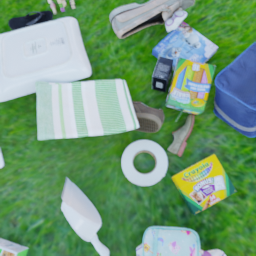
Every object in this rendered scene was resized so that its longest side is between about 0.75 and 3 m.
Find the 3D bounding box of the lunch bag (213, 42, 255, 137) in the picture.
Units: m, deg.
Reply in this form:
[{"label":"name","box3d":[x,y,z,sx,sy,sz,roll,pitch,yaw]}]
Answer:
[{"label":"lunch bag","box3d":[3.784,-1.133,8.146,2.568,1.699,1.745,-39,60,-11]}]

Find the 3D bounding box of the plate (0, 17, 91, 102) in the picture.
[{"label":"plate","box3d":[-2.827,-2.376,8.783,2.899,0.469,2.893,-16,57,-4]}]

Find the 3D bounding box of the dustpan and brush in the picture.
[{"label":"dustpan and brush","box3d":[-1.041,2.514,7.203,0.680,1.659,2.377,-43,101,0]}]

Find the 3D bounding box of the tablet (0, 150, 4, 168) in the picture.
[{"label":"tablet","box3d":[-4.970,0.866,8.287,2.329,0.159,1.515,-20,73,-7]}]

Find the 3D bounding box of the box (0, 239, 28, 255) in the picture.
[{"label":"box","box3d":[-3.710,3.722,6.990,1.636,0.896,1.854,18,74,4]}]

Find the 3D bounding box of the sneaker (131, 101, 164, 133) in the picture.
[{"label":"sneaker","box3d":[-0.007,-0.437,8.497,2.235,0.787,0.844,17,40,14]}]

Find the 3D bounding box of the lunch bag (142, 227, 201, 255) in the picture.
[{"label":"lunch bag","box3d":[0.962,3.243,6.509,1.430,0.687,1.783,0,67,13]}]

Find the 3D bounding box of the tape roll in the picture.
[{"label":"tape roll","box3d":[0.475,1.025,8.183,1.363,0.249,1.363,0,72,0]}]

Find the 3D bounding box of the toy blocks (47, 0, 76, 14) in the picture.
[{"label":"toy blocks","box3d":[-2.378,-4.535,9.680,0.859,0.802,0.723,-18,78,-3]}]

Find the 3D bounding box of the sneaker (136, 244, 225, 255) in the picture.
[{"label":"sneaker","box3d":[1.311,3.171,7.217,2.254,0.817,1.285,-12,69,-4]}]

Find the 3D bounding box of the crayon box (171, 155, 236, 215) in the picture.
[{"label":"crayon box","box3d":[2.111,1.581,7.873,1.355,0.395,1.169,-27,78,-7]}]

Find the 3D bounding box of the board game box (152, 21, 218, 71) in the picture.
[{"label":"board game box","box3d":[1.876,-2.558,9.284,1.533,0.334,1.540,41,77,11]}]

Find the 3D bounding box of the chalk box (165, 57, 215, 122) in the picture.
[{"label":"chalk box","box3d":[1.748,-0.998,8.284,1.090,1.098,1.759,14,91,5]}]

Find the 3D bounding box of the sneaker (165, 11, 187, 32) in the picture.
[{"label":"sneaker","box3d":[1.546,-3.472,9.127,0.878,0.437,0.329,-38,66,-8]}]

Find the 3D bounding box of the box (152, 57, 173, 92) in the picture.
[{"label":"box","box3d":[1.059,-1.642,8.676,0.477,0.770,0.757,15,70,10]}]

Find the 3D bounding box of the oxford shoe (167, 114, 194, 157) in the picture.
[{"label":"oxford shoe","box3d":[1.597,0.144,8.354,0.514,0.484,1.373,21,72,13]}]

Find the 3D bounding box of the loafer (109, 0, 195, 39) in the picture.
[{"label":"loafer","box3d":[0.874,-3.712,9.327,2.919,1.049,0.918,-17,76,0]}]

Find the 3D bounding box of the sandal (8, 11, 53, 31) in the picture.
[{"label":"sandal","box3d":[-3.359,-3.714,9.661,1.550,0.332,0.589,-16,73,-5]}]

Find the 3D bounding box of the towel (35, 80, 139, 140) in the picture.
[{"label":"towel","box3d":[-1.147,-0.600,7.672,2.617,0.306,1.996,-4,53,-17]}]
